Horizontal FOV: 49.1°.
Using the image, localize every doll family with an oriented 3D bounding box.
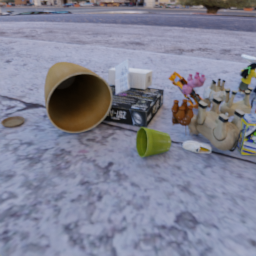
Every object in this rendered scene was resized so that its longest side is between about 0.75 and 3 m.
[{"bbox_3d":[5.299,-1.953,11.556,0.964,1.420,2.458,2,28,-26],"label":"doll family"}]

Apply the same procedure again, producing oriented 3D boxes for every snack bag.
[{"bbox_3d":[-0.229,-1.827,10.099,0.120,1.117,1.053,0,-4,-28],"label":"snack bag"}]

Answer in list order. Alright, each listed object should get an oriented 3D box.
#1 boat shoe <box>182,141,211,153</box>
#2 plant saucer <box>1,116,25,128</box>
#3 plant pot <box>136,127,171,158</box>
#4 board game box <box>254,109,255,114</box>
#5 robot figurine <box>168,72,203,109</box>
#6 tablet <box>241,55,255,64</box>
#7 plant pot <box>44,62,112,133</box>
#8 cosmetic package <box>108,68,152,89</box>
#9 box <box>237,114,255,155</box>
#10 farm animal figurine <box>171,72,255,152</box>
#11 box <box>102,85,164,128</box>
[{"bbox_3d":[1.998,0.591,8.131,0.837,0.297,0.292,10,26,5],"label":"boat shoe"},{"bbox_3d":[-4.030,-0.204,9.813,0.796,0.117,0.796,1,28,0],"label":"plant saucer"},{"bbox_3d":[0.753,0.417,8.001,0.818,0.850,0.850,2,25,-21],"label":"plant pot"},{"bbox_3d":[4.997,-0.585,9.789,0.805,0.805,0.805,-24,36,-38],"label":"board game box"},{"bbox_3d":[2.293,-1.381,10.814,1.708,0.497,1.238,54,12,20],"label":"robot figurine"},{"bbox_3d":[6.481,-2.393,12.351,2.926,0.200,1.904,28,19,-6],"label":"tablet"},{"bbox_3d":[-1.927,-1.289,9.249,2.073,2.073,2.225,-14,39,-24],"label":"plant pot"},{"bbox_3d":[0.076,-2.045,11.356,1.623,0.659,0.916,10,22,21],"label":"cosmetic package"},{"bbox_3d":[4.641,0.191,8.058,2.860,1.002,0.920,2,24,3],"label":"box"},{"bbox_3d":[2.588,-0.468,8.835,2.350,1.463,2.910,16,37,22],"label":"farm animal figurine"},{"bbox_3d":[-0.323,-1.000,10.757,2.914,0.634,2.334,10,29,18],"label":"box"}]
